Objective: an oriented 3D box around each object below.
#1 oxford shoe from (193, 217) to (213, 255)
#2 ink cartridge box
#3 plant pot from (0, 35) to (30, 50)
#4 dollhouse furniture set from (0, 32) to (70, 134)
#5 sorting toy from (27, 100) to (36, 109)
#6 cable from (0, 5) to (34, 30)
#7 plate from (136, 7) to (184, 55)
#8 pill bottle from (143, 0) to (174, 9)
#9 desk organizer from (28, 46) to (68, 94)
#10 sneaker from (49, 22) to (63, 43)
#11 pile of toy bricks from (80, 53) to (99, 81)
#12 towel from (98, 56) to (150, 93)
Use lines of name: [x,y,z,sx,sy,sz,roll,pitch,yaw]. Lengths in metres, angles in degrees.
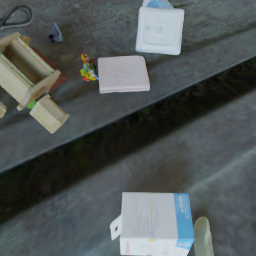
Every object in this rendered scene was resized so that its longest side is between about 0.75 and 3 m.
oxford shoe: [1.724,2.592,6.359,0.342,0.446,1.185,37,37,-22]
ink cartridge box: [0.473,2.140,6.220,1.684,1.083,1.055,2,49,1]
plant pot: [-4.190,-2.871,9.912,1.526,0.210,1.526,-16,39,14]
dollhouse furniture set: [-3.123,-0.943,8.581,2.753,2.435,1.530,45,44,-8]
sorting toy: [-3.217,-1.014,9.456,1.537,0.533,0.529,30,31,24]
cable: [-3.575,-2.754,7.443,2.462,1.196,0.620,-20,12,-37]
plate: [1.268,-3.924,11.225,1.805,0.292,1.802,6,94,5]
pill bottle: [1.410,-4.948,12.253,1.207,1.207,2.219,-13,51,-11]
desk organizer: [-3.175,-2.126,10.061,2.033,0.729,0.783,44,23,18]
sneaker: [-3.220,-4.122,12.061,0.538,0.458,1.230,-21,53,-11]
pile of toy bricks: [-1.539,-2.125,10.345,0.566,0.636,1.147,-27,67,13]
towel: [-0.195,-1.987,10.308,1.800,0.304,1.885,-4,49,-3]
